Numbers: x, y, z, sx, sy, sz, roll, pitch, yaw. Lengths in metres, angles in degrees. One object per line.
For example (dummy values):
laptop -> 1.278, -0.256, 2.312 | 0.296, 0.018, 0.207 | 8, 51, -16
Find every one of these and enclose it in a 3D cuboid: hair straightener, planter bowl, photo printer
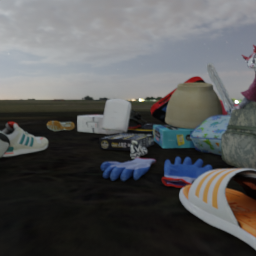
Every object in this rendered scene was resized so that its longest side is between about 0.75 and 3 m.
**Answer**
hair straightener -> 0.409, -0.420, 13.384 | 0.481, 0.904, 2.348 | 0, 2, 25
planter bowl -> 2.612, -0.980, 11.057 | 2.270, 1.528, 2.270 | -1, 15, 0
photo printer -> -0.442, -0.500, 10.782 | 1.030, 1.239, 0.430 | 8, -9, 17

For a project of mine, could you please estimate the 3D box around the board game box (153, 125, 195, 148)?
board game box -> 2.622, 0.284, 11.194 | 2.962, 0.695, 2.236 | 0, 5, -4

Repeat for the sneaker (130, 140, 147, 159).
sneaker -> 0.302, 0.583, 8.452 | 0.315, 0.514, 0.790 | -4, 9, 38

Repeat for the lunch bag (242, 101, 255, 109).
lunch bag -> 5.321, -0.428, 9.551 | 2.861, 2.399, 1.993 | -3, 6, -29

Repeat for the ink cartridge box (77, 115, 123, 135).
ink cartridge box -> -1.468, -0.212, 15.345 | 2.179, 0.902, 1.596 | 4, 7, 37

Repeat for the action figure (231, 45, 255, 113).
action figure -> 3.989, -0.883, 7.153 | 2.210, 2.967, 1.988 | -23, -6, -12

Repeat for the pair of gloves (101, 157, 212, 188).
pair of gloves -> 0.626, 0.934, 6.529 | 2.475, 0.282, 1.990 | 3, 6, 22

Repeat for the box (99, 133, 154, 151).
box -> 0.001, 0.493, 10.276 | 1.470, 0.448, 1.824 | -1, 4, 21

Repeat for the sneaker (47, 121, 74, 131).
sneaker -> -3.909, -0.050, 16.250 | 1.539, 0.582, 0.675 | 5, -9, -12

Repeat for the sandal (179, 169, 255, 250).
sandal -> 1.678, 0.942, 3.531 | 1.071, 0.801, 2.796 | -2, 6, -20

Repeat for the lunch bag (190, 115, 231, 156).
lunch bag -> 3.127, 0.192, 9.045 | 1.519, 0.779, 1.889 | -40, 24, -27

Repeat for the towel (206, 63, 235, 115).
towel -> 3.566, -1.118, 10.288 | 0.316, 1.952, 2.658 | -26, -22, 20

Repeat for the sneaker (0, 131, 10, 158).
sneaker -> -3.352, 0.741, 5.884 | 1.192, 1.029, 2.719 | 13, 16, 18

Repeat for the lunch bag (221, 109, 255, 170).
lunch bag -> 3.053, 0.368, 6.583 | 1.188, 1.430, 1.704 | 21, -1, -16

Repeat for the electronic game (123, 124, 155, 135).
electronic game -> 1.109, 0.104, 13.703 | 2.809, 0.585, 2.809 | 0, 5, 0

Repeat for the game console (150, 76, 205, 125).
game console -> 2.545, -1.108, 12.897 | 2.719, 0.422, 2.404 | -35, -34, 20

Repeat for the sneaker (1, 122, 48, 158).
sneaker -> -3.454, 0.309, 9.067 | 0.779, 1.035, 2.213 | 3, 6, 30

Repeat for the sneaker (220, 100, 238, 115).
sneaker -> 5.272, -0.593, 12.836 | 2.977, 1.097, 1.291 | 24, -7, 3
